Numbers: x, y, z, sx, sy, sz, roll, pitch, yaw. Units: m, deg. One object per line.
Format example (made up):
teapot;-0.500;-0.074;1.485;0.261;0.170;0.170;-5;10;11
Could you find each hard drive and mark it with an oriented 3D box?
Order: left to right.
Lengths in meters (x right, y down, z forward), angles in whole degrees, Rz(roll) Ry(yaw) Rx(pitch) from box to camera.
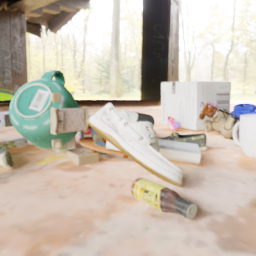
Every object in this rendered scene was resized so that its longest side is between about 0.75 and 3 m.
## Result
hard drive;0.812;0.571;8.508;2.605;0.342;1.718;9;6;10

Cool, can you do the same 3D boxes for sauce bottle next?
sauce bottle;0.606;1.253;5.007;0.446;0.446;1.351;-6;9;-37

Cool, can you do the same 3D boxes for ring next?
ring;-0.437;0.626;9.004;2.326;0.223;2.326;9;6;-1

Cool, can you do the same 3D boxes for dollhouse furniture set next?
dollhouse furniture set;-1.298;-0.019;8.279;1.704;1.999;0.976;-5;11;-35

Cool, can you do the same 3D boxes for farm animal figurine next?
farm animal figurine;4.119;-0.228;12.703;2.027;1.262;2.511;29;15;18

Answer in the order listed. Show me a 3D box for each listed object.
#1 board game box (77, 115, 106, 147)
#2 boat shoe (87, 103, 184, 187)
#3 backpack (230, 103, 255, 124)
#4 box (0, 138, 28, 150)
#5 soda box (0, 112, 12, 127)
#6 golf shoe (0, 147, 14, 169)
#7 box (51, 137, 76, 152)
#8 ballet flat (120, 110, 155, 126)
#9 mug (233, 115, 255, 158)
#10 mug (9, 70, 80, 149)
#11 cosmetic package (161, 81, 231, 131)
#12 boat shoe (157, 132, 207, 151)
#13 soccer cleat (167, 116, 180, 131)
board game box;-0.823;0.020;11.598;2.482;0.693;2.430;-2;15;-16
boat shoe;0.257;0.252;6.498;2.768;0.959;0.980;36;-10;25
backpack;6.175;-0.560;14.370;1.609;1.350;1.307;11;20;37
box;-4.185;0.598;9.826;0.296;0.317;1.529;-3;5;25
soda box;-7.140;-0.505;16.101;0.635;0.683;2.001;-1;9;-8
golf shoe;-3.511;0.926;7.686;0.608;0.489;1.250;-27;16;-21
box;-2.520;-0.040;9.991;0.745;1.540;1.359;-9;13;-40
ballet flat;-0.223;-0.171;8.632;2.117;0.720;0.724;-7;-33;38
mug;3.993;0.237;9.014;1.071;1.272;1.450;-5;10;-29
mug;-2.809;-0.706;9.165;2.085;2.538;1.569;-28;-25;-2
cosmetic package;3.630;-1.313;15.369;2.473;2.471;2.998;-5;9;-29
boat shoe;1.737;0.425;9.691;1.921;0.574;0.686;2;10;13
soccer cleat;2.253;-0.243;14.136;0.483;0.554;1.449;-25;11;2
